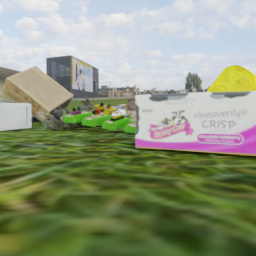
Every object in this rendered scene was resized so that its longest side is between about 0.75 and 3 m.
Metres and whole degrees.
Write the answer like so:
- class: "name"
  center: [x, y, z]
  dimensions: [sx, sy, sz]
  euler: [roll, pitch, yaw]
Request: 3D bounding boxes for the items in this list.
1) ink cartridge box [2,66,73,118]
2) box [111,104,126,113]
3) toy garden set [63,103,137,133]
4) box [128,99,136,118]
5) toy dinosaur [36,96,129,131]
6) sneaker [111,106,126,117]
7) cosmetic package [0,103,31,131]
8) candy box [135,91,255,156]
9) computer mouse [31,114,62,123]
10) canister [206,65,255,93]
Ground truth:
- class: "ink cartridge box"
  center: [-3.395, -1.311, 10.695]
  dimensions: [1.992, 0.748, 1.641]
  euler: [38, 35, 3]
- class: "box"
  center: [-0.444, -0.820, 13.242]
  dimensions: [0.752, 0.515, 0.150]
  euler: [-18, 41, -17]
- class: "toy garden set"
  center: [-0.345, -0.337, 7.182]
  dimensions: [2.020, 0.403, 1.684]
  euler: [9, 13, 22]
- class: "box"
  center: [1.061, -0.786, 13.050]
  dimensions: [2.269, 1.136, 0.850]
  euler: [1, 2, 40]
- class: "toy dinosaur"
  center: [-1.369, -0.378, 8.113]
  dimensions: [2.794, 0.663, 1.231]
  euler: [-8, 33, -33]
- class: "sneaker"
  center: [-0.457, -0.488, 10.487]
  dimensions: [0.689, 0.695, 1.917]
  euler: [2, 0, 8]
- class: "cosmetic package"
  center: [-3.501, -0.314, 7.604]
  dimensions: [1.188, 0.732, 1.192]
  euler: [3, 4, 23]
- class: "candy box"
  center: [1.309, -0.113, 4.078]
  dimensions: [1.568, 0.701, 2.299]
  euler: [2, 3, 31]
- class: "computer mouse"
  center: [-3.809, -0.484, 13.453]
  dimensions: [1.862, 0.491, 1.290]
  euler: [2, 3, 39]
- class: "canister"
  center: [3.947, -1.059, 10.248]
  dimensions: [1.210, 2.077, 2.796]
  euler: [44, 24, 26]
